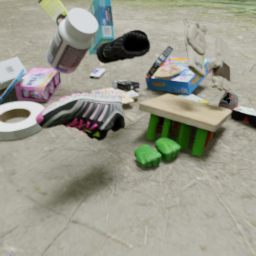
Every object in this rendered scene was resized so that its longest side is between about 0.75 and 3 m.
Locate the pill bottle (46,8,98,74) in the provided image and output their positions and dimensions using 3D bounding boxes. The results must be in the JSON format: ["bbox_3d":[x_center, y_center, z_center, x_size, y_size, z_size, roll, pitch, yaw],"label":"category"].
[{"bbox_3d":[-1.455,-2.207,7.237,0.917,1.612,0.917,16,57,-26],"label":"pill bottle"}]

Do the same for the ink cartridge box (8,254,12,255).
[{"bbox_3d":[-2.667,3.476,5.337,0.938,0.367,1.980,15,38,23],"label":"ink cartridge box"}]

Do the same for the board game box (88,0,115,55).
[{"bbox_3d":[-1.230,-4.269,11.787,0.553,1.779,2.357,-6,2,-19],"label":"board game box"}]

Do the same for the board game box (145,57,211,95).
[{"bbox_3d":[2.532,-2.705,14.037,2.442,0.682,2.391,14,46,38],"label":"board game box"}]

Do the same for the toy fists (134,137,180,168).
[{"bbox_3d":[1.002,0.855,9.329,1.581,0.544,0.806,-18,29,-23],"label":"toy fists"}]

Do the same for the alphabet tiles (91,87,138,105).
[{"bbox_3d":[-0.792,-1.440,13.169,2.397,0.175,2.344,-12,27,-19],"label":"alphabet tiles"}]

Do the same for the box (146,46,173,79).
[{"bbox_3d":[1.351,-2.819,12.041,0.275,1.012,1.263,38,62,0],"label":"box"}]

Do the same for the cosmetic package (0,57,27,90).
[{"bbox_3d":[-6.103,-2.572,13.732,1.524,0.937,1.519,-23,12,44],"label":"cosmetic package"}]

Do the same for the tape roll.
[{"bbox_3d":[-4.525,-0.331,11.258,2.425,0.443,2.425,-1,33,0],"label":"tape roll"}]

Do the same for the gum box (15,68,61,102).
[{"bbox_3d":[-4.360,-2.118,13.723,1.407,0.820,2.479,2,32,4],"label":"gum box"}]

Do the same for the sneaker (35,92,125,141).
[{"bbox_3d":[-1.041,-0.206,7.356,2.741,1.199,1.011,-13,-10,-47],"label":"sneaker"}]

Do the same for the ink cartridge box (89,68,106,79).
[{"bbox_3d":[-1.699,-3.068,15.811,0.551,0.216,1.164,8,36,15],"label":"ink cartridge box"}]

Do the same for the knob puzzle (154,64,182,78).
[{"bbox_3d":[1.836,-2.638,13.462,1.340,0.186,1.340,-11,35,8],"label":"knob puzzle"}]

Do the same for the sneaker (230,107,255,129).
[{"bbox_3d":[5.076,-0.478,11.332,0.805,0.606,1.721,-31,40,-31],"label":"sneaker"}]

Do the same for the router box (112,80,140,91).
[{"bbox_3d":[-0.122,-2.155,14.045,0.875,0.299,1.173,-17,27,-37],"label":"router box"}]

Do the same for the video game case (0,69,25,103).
[{"bbox_3d":[-5.406,-1.877,12.894,0.149,1.678,1.201,37,22,-25],"label":"video game case"}]

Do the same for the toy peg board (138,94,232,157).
[{"bbox_3d":[2.104,-0.167,10.546,2.746,1.343,2.735,19,21,25],"label":"toy peg board"}]

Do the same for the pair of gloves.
[{"bbox_3d":[2.921,-2.563,10.202,2.739,2.329,0.480,18,-25,-37],"label":"pair of gloves"}]

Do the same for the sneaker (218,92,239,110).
[{"bbox_3d":[4.467,-1.245,12.328,0.791,0.841,2.053,16,36,23],"label":"sneaker"}]

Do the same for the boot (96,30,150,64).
[{"bbox_3d":[0.206,-2.732,9.099,2.249,0.846,1.681,-35,19,-29],"label":"boot"}]

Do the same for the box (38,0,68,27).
[{"bbox_3d":[-2.969,-4.914,12.277,2.106,0.793,0.528,50,9,6],"label":"box"}]

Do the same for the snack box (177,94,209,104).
[{"bbox_3d":[2.825,-1.130,12.609,0.917,0.342,1.289,-19,36,-29],"label":"snack box"}]
